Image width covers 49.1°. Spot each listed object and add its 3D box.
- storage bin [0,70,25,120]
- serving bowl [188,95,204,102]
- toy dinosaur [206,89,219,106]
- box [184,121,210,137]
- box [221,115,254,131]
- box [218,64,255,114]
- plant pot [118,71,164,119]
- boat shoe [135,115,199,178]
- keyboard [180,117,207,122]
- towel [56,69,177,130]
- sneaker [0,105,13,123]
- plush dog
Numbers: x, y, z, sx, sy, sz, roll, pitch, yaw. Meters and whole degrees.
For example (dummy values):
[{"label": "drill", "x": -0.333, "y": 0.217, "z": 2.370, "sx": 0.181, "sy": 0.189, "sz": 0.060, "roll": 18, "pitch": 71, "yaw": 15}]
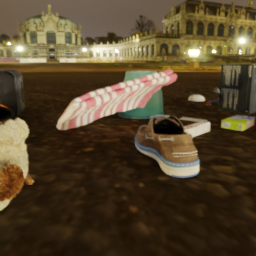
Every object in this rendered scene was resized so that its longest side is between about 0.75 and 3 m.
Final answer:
[{"label": "storage bin", "x": -5.037, "y": -1.180, "z": 9.782, "sx": 2.444, "sy": 1.652, "sz": 1.146, "roll": -2, "pitch": 14, "yaw": -9}, {"label": "serving bowl", "x": 3.414, "y": -1.503, "z": 13.995, "sx": 0.789, "sy": 0.260, "sz": 0.789, "roll": 1, "pitch": 15, "yaw": 0}, {"label": "toy dinosaur", "x": 4.119, "y": -1.061, "z": 12.173, "sx": 1.262, "sy": 1.391, "sz": 0.730, "roll": -16, "pitch": 40, "yaw": 41}, {"label": "box", "x": 1.792, "y": 0.063, "z": 7.668, "sx": 0.263, "sy": 0.282, "sz": 1.362, "roll": 14, "pitch": 20, "yaw": 43}, {"label": "box", "x": 3.384, "y": -0.162, "z": 8.590, "sx": 0.659, "sy": 0.258, "sz": 1.081, "roll": 12, "pitch": 18, "yaw": 40}, {"label": "box", "x": 4.305, "y": -1.547, "z": 10.872, "sx": 0.724, "sy": 1.837, "sz": 1.296, "roll": -12, "pitch": 18, "yaw": -39}, {"label": "plant pot", "x": 0.465, "y": -1.282, "z": 10.306, "sx": 1.714, "sy": 1.610, "sz": 1.714, "roll": 0, "pitch": 14, "yaw": 0}, {"label": "boat shoe", "x": 0.790, "y": 0.184, "z": 5.905, "sx": 0.876, "sy": 0.878, "sz": 2.426, "roll": -5, "pitch": 15, "yaw": -18}, {"label": "keyboard", "x": 2.203, "y": -0.267, "z": 9.495, "sx": 0.899, "sy": 0.048, "sz": 0.253, "roll": 9, "pitch": 21, "yaw": 32}, {"label": "towel", "x": -0.361, "y": -0.673, "z": 7.609, "sx": 2.995, "sy": 0.448, "sz": 2.192, "roll": -21, "pitch": -6, "yaw": -26}, {"label": "sneaker", "x": -4.455, "y": -0.355, "z": 8.166, "sx": 1.070, "sy": 0.831, "sz": 2.377, "roll": 2, "pitch": 12, "yaw": 20}, {"label": "plush dog", "x": -1.912, "y": 0.739, "z": 3.950, "sx": 1.461, "sy": 1.172, "sz": 1.254, "roll": -26, "pitch": 26, "yaw": 11}]
